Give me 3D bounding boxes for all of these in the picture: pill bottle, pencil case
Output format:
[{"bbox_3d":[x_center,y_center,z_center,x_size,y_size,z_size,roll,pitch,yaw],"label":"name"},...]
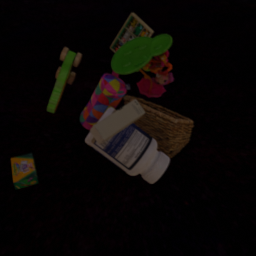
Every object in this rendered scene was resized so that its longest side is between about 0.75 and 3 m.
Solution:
[{"bbox_3d":[0.020,0.526,7.531,2.142,1.189,1.189,37,43,-4],"label":"pill bottle"},{"bbox_3d":[-0.812,-0.785,8.906,0.950,2.149,0.950,18,48,-22],"label":"pencil case"}]

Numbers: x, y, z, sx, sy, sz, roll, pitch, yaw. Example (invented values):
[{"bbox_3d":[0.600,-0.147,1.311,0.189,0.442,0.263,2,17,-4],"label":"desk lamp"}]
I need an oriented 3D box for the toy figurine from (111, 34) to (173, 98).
[{"bbox_3d":[0.731,-1.675,8.343,1.874,1.725,1.407,-16,50,24],"label":"toy figurine"}]

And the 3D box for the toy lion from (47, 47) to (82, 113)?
[{"bbox_3d":[-2.171,-1.388,9.011,0.627,1.827,1.751,21,62,-13],"label":"toy lion"}]

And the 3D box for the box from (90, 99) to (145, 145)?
[{"bbox_3d":[-0.205,-0.120,5.515,1.058,0.435,0.362,-34,87,-26],"label":"box"}]

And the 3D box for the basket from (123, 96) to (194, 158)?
[{"bbox_3d":[1.018,-0.323,8.943,2.052,1.529,1.465,28,46,32],"label":"basket"}]

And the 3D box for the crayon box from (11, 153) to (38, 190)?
[{"bbox_3d":[-2.954,1.215,7.957,0.609,0.299,1.026,-14,40,-18],"label":"crayon box"}]

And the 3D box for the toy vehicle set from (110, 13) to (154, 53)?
[{"bbox_3d":[0.096,-3.196,10.198,0.990,1.594,0.211,43,39,2],"label":"toy vehicle set"}]
